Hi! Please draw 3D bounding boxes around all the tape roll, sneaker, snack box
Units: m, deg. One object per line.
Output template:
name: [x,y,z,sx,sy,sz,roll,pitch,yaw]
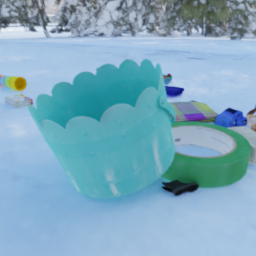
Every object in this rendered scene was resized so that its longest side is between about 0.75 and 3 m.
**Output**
tape roll: [1.764,0.579,7.351,2.633,0.633,2.633,-1,23,0]
sneaker: [1.146,1.275,6.183,0.756,0.227,0.394,-12,30,-19]
snack box: [-4.705,-1.160,12.028,1.085,0.287,0.772,21,31,40]

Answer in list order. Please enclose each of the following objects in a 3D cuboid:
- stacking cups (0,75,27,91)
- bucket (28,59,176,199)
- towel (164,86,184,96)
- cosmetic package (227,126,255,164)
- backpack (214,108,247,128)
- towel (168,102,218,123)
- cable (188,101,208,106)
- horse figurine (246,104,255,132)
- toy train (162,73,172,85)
stacking cups: [-6.294,-2.477,14.626,2.470,0.747,0.747,17,28,35]
bucket: [-0.424,-0.075,6.282,3.082,2.005,3.082,-14,28,8]
towel: [1.884,-1.757,13.454,1.386,0.343,1.023,14,27,36]
cosmetic package: [3.375,0.446,7.850,0.712,0.503,1.376,-5,22,-12]
backpack: [3.195,-0.131,8.836,1.016,0.825,0.852,-19,32,-40]
towel: [1.935,-0.561,10.447,2.459,0.280,1.766,-5,26,-10]
cable: [2.776,-0.872,11.441,0.743,0.231,0.911,-22,38,-30]
horse figurine: [4.458,-0.230,9.499,1.071,0.403,1.616,-16,30,6]
toy train: [1.781,-2.703,15.629,1.226,0.519,0.710,8,37,18]
